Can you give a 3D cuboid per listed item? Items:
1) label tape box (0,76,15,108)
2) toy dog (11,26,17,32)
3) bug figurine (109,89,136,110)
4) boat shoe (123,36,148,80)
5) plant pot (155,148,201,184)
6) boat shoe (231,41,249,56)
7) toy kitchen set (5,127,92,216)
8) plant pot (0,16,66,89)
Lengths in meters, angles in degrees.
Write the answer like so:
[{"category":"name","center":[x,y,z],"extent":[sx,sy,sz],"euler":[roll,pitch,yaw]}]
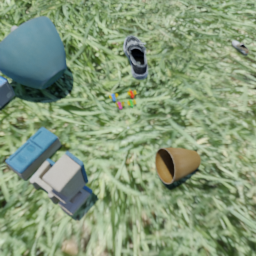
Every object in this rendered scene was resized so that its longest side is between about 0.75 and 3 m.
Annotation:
[{"category":"label tape box","center":[-5.619,-0.920,9.584],"extent":[1.917,0.885,2.676],"euler":[27,61,19]},{"category":"toy dog","center":[-4.184,-3.381,11.417],"extent":[1.670,1.101,0.804],"euler":[39,94,33]},{"category":"bug figurine","center":[-0.160,-1.012,10.019],"extent":[0.998,0.257,0.774],"euler":[-10,60,-11]},{"category":"boat shoe","center":[0.292,-3.025,11.118],"extent":[0.887,0.820,2.401],"euler":[-3,54,-2]},{"category":"plant pot","center":[1.517,1.007,8.189],"extent":[1.118,1.041,1.041],"euler":[-9,53,-26]},{"category":"boat shoe","center":[4.708,-3.405,11.708],"extent":[0.345,0.316,0.923],"euler":[-24,58,-17]},{"category":"toy kitchen set","center":[-2.065,0.782,7.558],"extent":[2.657,2.128,1.565],"euler":[30,61,20]},{"category":"plant pot","center":[-3.129,-2.334,9.720],"extent":[1.665,2.472,2.472],"euler":[50,63,-8]}]
